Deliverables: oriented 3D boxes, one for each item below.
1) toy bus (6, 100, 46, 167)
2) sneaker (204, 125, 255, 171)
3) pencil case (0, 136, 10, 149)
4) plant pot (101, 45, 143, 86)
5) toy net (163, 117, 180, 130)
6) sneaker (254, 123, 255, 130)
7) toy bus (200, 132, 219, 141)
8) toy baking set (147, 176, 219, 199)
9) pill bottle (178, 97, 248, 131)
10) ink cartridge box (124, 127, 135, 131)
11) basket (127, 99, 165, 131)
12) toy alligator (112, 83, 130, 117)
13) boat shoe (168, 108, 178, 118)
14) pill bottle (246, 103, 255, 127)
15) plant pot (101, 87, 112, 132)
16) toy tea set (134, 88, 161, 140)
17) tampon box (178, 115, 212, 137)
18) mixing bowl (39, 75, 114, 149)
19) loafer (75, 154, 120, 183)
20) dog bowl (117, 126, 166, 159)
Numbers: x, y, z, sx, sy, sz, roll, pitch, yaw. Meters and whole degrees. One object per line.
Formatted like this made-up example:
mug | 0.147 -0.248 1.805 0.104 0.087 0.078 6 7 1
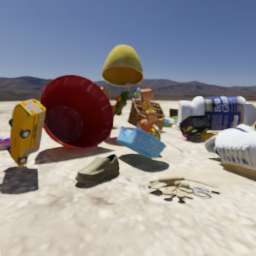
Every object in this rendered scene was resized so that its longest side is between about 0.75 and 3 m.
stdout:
toy bus | -2.493 0.167 6.817 0.547 1.681 0.658 39 40 22
sneaker | 2.874 0.605 6.905 1.153 1.094 2.864 -11 4 -3
pencil case | -3.754 0.459 9.341 1.089 0.481 0.481 -3 8 -10
plant pot | -0.224 -2.863 12.544 1.873 1.330 1.873 3 -18 1
toy net | 2.511 -0.174 14.071 1.071 0.394 2.042 -9 15 -21
sneaker | 6.252 -0.304 12.700 0.721 1.080 1.885 4 6 12
toy bus | 3.229 0.320 10.955 0.839 0.273 0.329 -3 8 -21
toy baking set | 1.042 1.161 5.439 1.292 0.150 0.992 -3 11 -22
pill bottle | 3.621 -0.603 12.277 2.722 1.512 1.512 0 8 3
ink cartridge box | 0.167 0.182 11.426 0.764 0.396 0.226 2 5 -10
basket | 0.947 -0.612 13.094 1.644 1.225 1.174 8 11 -29
toy alligator | -0.223 -1.077 11.074 0.394 1.638 0.543 18 -13 42
boat shoe | 3.809 -1.018 19.162 2.067 0.727 0.728 2 7 4
pill bottle | 5.250 -0.742 14.369 1.458 1.458 2.520 -3 8 -19
plant pot | -1.566 -0.741 12.583 1.473 2.075 2.075 -6 8 -1
toy tea set | 0.531 -0.442 9.892 0.761 2.056 1.223 -16 20 -6
tampon box | 2.657 -0.068 11.135 0.972 0.613 0.728 -3 -23 -30
mixing bowl | -1.923 -0.335 9.538 2.579 2.579 1.397 -6 -16 -36
loafer | -0.675 0.877 6.242 0.511 0.453 1.344 5 9 31
dog bowl | 0.303 0.422 7.965 1.022 0.455 1.834 34 -10 -25
